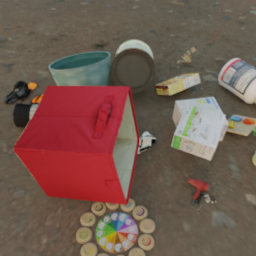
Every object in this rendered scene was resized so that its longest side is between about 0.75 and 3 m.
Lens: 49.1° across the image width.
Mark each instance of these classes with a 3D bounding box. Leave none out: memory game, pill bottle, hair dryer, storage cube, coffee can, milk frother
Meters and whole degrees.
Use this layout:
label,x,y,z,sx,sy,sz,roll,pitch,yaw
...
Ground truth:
label,x,y,z,sx,sy,sz,roll,pitch,yaw
memory game,-0.348,2.962,8.036,2.301,0.147,2.301,0,44,0
pill bottle,5.237,-1.879,12.133,1.403,1.403,2.347,-25,51,-23
hair dryer,2.249,2.014,8.914,0.818,0.292,1.075,-14,45,-12
storage cube,-1.256,0.529,8.489,2.689,2.992,2.557,3,50,12
coffee can,0.246,-2.743,12.176,1.822,1.822,2.489,2,25,2
milk frother,-3.573,-0.887,10.894,1.551,1.649,1.488,1,48,1

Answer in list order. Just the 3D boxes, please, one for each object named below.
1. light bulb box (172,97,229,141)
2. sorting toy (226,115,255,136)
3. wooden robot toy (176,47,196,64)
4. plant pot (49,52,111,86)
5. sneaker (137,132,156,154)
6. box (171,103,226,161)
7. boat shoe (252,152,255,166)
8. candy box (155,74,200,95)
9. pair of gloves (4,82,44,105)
label,x,y,z,sx,sy,sz,roll,pitch,yaw
light bulb box,2.705,-0.271,10.715,1.569,0.979,1.555,-7,48,-7
sorting toy,4.501,-0.109,10.649,1.274,0.254,1.723,-32,31,-30
wooden robot toy,3.038,-3.554,14.310,1.141,0.518,0.503,-45,24,11
plant pot,-1.861,-2.046,11.850,2.550,1.709,2.550,-8,27,4
sneaker,0.527,0.643,10.191,0.534,0.492,1.335,29,51,24
box,2.340,0.083,9.267,1.358,0.744,1.539,19,53,13
boat shoe,5.117,1.440,9.218,0.795,0.680,2.168,-31,52,-28
candy box,2.232,-1.968,12.590,1.743,0.482,1.006,-25,20,-22
pair of gloves,-4.353,-1.377,12.445,2.003,0.248,1.785,22,48,22
